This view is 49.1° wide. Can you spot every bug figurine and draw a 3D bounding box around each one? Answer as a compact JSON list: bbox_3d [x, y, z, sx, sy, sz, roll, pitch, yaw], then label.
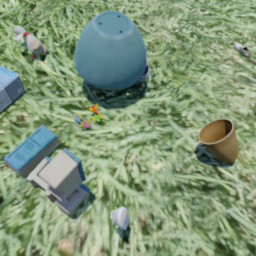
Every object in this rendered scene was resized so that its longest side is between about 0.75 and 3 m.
[{"bbox_3d":[-1.355,-0.362,9.439,0.998,0.257,0.774,-29,57,-18],"label":"bug figurine"}]

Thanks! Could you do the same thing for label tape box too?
[{"bbox_3d":[-5.285,-1.097,9.678,1.917,0.885,2.676,26,59,19],"label":"label tape box"}]

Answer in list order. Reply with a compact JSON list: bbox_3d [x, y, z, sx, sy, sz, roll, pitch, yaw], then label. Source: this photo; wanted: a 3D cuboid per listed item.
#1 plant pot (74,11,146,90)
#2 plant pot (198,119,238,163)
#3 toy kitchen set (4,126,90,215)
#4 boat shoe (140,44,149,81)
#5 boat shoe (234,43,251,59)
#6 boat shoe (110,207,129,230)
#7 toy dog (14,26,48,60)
[{"bbox_3d":[-0.530,-2.714,9.050,2.472,1.665,2.472,3,59,-5],"label":"plant pot"},{"bbox_3d":[2.772,0.476,8.223,1.041,1.118,1.041,-28,28,17],"label":"plant pot"},{"bbox_3d":[-2.103,0.712,7.516,2.657,2.128,1.565,31,60,21],"label":"toy kitchen set"},{"bbox_3d":[0.368,-2.990,11.111,0.887,0.820,2.401,-2,53,-2],"label":"boat shoe"},{"bbox_3d":[4.797,-3.281,11.648,0.345,0.316,0.923,-23,56,-16],"label":"boat shoe"},{"bbox_3d":[-0.222,2.065,6.471,0.386,1.128,0.406,13,68,13],"label":"boat shoe"},{"bbox_3d":[-4.086,-3.407,11.466,1.670,1.101,0.804,40,94,34],"label":"toy dog"}]
